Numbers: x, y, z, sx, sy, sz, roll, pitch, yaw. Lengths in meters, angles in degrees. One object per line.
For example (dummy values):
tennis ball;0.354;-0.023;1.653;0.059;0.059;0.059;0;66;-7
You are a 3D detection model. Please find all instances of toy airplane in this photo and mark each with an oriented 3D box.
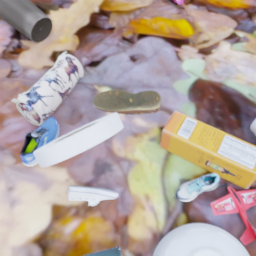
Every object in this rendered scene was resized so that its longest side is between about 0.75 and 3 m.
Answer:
toy airplane;3.135;2.317;7.630;1.877;0.345;1.877;9;49;-10

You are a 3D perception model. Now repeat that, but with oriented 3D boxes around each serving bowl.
serving bowl;1.838;3.512;6.572;2.648;0.871;2.648;0;57;-1

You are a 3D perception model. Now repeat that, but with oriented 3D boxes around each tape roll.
tape roll;-1.242;0.276;7.196;2.386;2.386;0.436;-26;97;-16

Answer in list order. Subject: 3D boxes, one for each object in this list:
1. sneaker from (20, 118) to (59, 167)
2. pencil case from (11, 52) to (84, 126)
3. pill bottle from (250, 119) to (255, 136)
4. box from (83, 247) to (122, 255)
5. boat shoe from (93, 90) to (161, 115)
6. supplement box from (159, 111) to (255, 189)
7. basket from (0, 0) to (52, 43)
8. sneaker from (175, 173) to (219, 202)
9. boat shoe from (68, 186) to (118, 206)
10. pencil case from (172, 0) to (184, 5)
sneaker;-2.724;0.333;8.684;0.677;0.769;1.724;18;58;11
pencil case;-2.619;-1.390;9.543;1.030;1.184;2.647;3;50;44
pill bottle;4.800;0.659;8.027;1.532;1.532;2.560;-21;58;-13
box;-1.177;3.938;6.532;2.407;0.454;1.644;-11;58;-7
boat shoe;-0.027;-0.681;8.555;2.090;0.706;0.752;1;61;9
supplement box;2.447;0.631;8.379;2.904;0.966;0.999;28;59;16
basket;-4.207;-4.523;11.424;2.031;1.832;1.381;40;88;11
sneaker;1.967;1.618;7.953;1.372;0.592;0.532;-22;60;-13
boat shoe;-0.999;1.945;7.873;1.421;0.504;0.496;6;84;0
pencil case;2.051;-6.187;13.057;1.169;0.530;0.547;41;31;25
